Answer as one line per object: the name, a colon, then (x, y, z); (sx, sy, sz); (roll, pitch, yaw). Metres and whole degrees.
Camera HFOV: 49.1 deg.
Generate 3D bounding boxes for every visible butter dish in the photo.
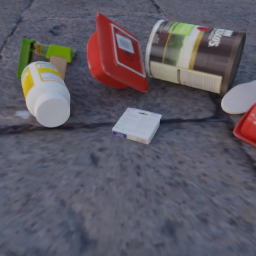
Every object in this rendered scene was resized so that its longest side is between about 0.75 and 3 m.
butter dish: (3.373, -0.212, 6.509); (1.340, 0.993, 1.344); (30, 63, 30)
butter dish: (-0.535, -1.970, 8.411); (1.494, 2.021, 2.015); (-21, 67, 36)

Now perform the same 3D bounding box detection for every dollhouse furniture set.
dollhouse furniture set: (-2.697, -2.267, 9.645); (1.565, 1.199, 2.390); (9, 14, -11)

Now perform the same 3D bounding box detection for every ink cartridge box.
ink cartridge box: (0.246, -0.076, 7.106); (0.975, 0.215, 0.993); (15, 43, 21)

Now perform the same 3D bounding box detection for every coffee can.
coffee can: (2.001, -2.141, 8.457); (2.477, 1.813, 1.813); (18, 42, 22)

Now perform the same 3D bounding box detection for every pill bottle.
pill bottle: (-2.161, -0.897, 7.420); (1.104, 1.104, 1.957); (-15, 40, -18)

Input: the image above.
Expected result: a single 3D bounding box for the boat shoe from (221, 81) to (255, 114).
boat shoe: (3.599, -0.989, 7.870); (2.201, 0.768, 0.780); (-31, 75, -2)
